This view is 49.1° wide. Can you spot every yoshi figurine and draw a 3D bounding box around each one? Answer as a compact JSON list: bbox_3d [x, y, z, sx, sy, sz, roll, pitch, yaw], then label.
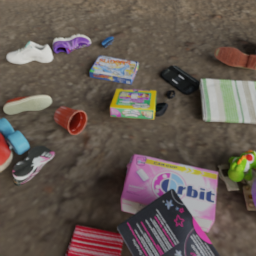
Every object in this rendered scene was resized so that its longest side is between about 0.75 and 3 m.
[{"bbox_3d":[3.616,1.258,8.879,1.521,0.855,0.852,-10,85,-43],"label":"yoshi figurine"}]

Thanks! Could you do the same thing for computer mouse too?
[{"bbox_3d":[1.476,-0.966,11.203,0.524,0.304,1.787,2,38,38],"label":"computer mouse"}]

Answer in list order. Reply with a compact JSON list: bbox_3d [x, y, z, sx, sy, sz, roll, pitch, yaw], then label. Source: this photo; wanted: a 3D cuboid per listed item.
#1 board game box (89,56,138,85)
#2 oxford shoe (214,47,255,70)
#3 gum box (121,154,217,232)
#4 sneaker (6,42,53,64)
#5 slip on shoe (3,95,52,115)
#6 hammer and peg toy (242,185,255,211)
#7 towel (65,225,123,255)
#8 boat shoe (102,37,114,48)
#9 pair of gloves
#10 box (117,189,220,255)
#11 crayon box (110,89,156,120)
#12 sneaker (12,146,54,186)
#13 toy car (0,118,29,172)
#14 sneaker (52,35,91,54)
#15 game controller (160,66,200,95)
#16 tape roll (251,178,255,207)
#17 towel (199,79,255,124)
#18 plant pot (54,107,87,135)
[{"bbox_3d":[-0.613,-2.620,12.594,1.913,0.330,1.295,11,49,10],"label":"board game box"},{"bbox_3d":[5.043,-3.093,12.822,2.195,0.777,0.810,25,11,17],"label":"oxford shoe"},{"bbox_3d":[1.133,1.859,8.228,2.694,0.891,1.529,11,51,10],"label":"gum box"},{"bbox_3d":[-4.639,-3.559,13.027,2.112,0.935,0.795,-4,50,-3],"label":"sneaker"},{"bbox_3d":[-3.934,-0.996,10.979,1.831,0.678,0.560,-12,45,-4],"label":"slip on shoe"},{"bbox_3d":[4.049,2.129,8.339,1.113,0.393,0.819,4,49,4],"label":"hammer and peg toy"},{"bbox_3d":[-0.993,3.561,7.190,1.438,0.224,1.988,9,49,7],"label":"towel"},{"bbox_3d":[-1.046,-4.322,14.146,0.368,0.300,0.874,25,52,31],"label":"boat shoe"},{"bbox_3d":[3.512,1.552,8.985,1.184,0.208,1.007,-7,45,-10],"label":"pair of gloves"},{"bbox_3d":[1.152,2.946,6.188,1.519,1.750,2.648,-33,68,-2],"label":"box"},{"bbox_3d":[0.232,-0.932,10.755,1.628,0.475,1.405,4,38,7],"label":"crayon box"},{"bbox_3d":[-3.104,1.213,8.991,0.689,0.740,1.715,36,34,10],"label":"sneaker"},{"bbox_3d":[-4.754,0.113,8.605,2.247,2.438,2.156,-36,47,-27],"label":"toy car"},{"bbox_3d":[-2.739,-3.970,13.696,1.883,0.759,0.785,-9,64,3],"label":"sneaker"},{"bbox_3d":[2.251,-2.095,12.184,0.944,0.381,1.810,-38,57,-12],"label":"game controller"},{"bbox_3d":[4.570,2.011,8.009,1.885,0.618,1.885,6,57,-10],"label":"tape roll"},{"bbox_3d":[4.250,-1.008,11.068,2.775,0.426,2.070,4,59,0],"label":"towel"},{"bbox_3d":[-2.159,-0.335,10.257,0.903,0.928,0.928,24,52,30],"label":"plant pot"}]
